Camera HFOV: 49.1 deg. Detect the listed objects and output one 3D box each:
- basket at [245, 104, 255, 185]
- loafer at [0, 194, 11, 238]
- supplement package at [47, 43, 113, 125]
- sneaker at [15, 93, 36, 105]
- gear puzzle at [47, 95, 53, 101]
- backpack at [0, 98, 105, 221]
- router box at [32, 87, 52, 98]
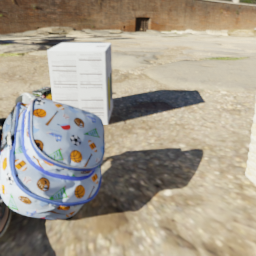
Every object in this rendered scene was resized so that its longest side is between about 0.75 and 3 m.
[{"bbox_3d":[4.701,0.578,6.442,2.382,2.936,2.962,-11,27,-13],"label":"basket"},{"bbox_3d":[-3.115,1.943,5.703,1.066,0.932,2.964,-4,24,-9],"label":"loafer"},{"bbox_3d":[-1.861,-1.933,11.852,2.236,2.968,2.253,1,24,2],"label":"supplement package"},{"bbox_3d":[-4.351,-0.644,11.455,2.709,1.016,1.564,22,34,38],"label":"sneaker"},{"bbox_3d":[-2.798,-1.789,14.832,2.995,0.392,1.551,-18,31,-28],"label":"gear puzzle"},{"bbox_3d":[-1.670,0.726,6.435,2.640,2.033,2.514,12,54,-28],"label":"backpack"},{"bbox_3d":[-4.517,-1.933,15.111,0.782,0.324,1.043,12,26,24],"label":"router box"}]
